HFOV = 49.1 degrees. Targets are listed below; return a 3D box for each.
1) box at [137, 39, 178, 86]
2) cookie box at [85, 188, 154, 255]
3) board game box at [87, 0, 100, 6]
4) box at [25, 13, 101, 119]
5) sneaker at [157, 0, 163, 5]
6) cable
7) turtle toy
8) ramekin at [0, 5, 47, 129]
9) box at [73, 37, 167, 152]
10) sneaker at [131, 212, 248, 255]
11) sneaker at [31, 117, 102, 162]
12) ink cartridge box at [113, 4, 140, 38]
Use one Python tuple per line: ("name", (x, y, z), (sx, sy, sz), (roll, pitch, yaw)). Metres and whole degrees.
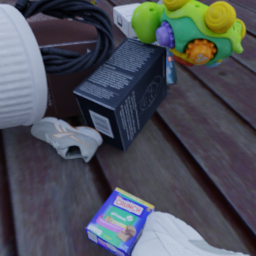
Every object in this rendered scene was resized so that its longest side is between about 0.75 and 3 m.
("box", (0.930, -2.143, 9.134), (1.100, 0.304, 1.611), (-8, 84, -5))
("cookie box", (-0.134, 1.908, 5.676), (0.958, 0.421, 1.120), (21, 46, 23))
("board game box", (-1.689, -4.179, 9.276), (1.489, 1.008, 0.256), (-39, 54, 19))
("box", (-1.980, -2.108, 8.573), (2.369, 2.393, 2.884), (-9, 43, -10))
("sneaker", (1.251, -4.076, 10.663), (1.215, 2.641, 1.000), (22, 74, -8))
("cable", (-1.614, -2.204, 6.495), (2.673, 0.679, 2.181), (25, 61, 3))
("turtle toy", (1.290, -2.248, 6.382), (2.756, 1.393, 2.009), (35, 22, 22))
("ramekin", (-3.232, -1.279, 6.454), (1.497, 2.852, 2.852), (-21, 45, -38))
("box", (-0.055, -0.907, 7.343), (1.250, 1.733, 2.335), (25, 60, 25))
("sneaker", (1.298, 2.667, 4.516), (2.958, 1.152, 1.470), (18, 52, 31))
("sneaker", (-1.710, 0.334, 7.206), (1.948, 0.737, 0.896), (10, 48, 13))
("ink cartridge box", (0.286, -4.910, 12.794), (1.395, 0.809, 1.890), (-15, 43, -16))
